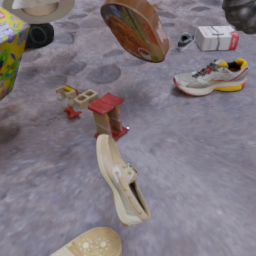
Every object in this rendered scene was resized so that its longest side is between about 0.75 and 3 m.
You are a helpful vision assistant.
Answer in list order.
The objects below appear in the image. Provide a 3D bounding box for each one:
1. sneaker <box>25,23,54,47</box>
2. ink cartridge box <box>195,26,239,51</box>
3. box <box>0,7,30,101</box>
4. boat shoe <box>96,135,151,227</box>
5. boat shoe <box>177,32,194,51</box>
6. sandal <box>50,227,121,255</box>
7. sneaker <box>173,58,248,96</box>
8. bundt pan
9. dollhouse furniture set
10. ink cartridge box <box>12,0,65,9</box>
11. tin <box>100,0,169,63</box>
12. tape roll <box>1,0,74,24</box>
[{"bbox_3d":[-4.034,-3.461,10.533,2.571,0.976,1.167,-29,43,-31],"label":"sneaker"},{"bbox_3d":[3.370,-3.443,10.733,1.348,0.564,0.972,-4,43,-4],"label":"ink cartridge box"},{"bbox_3d":[-3.169,-1.247,5.520,1.208,1.907,1.980,33,39,-6],"label":"box"},{"bbox_3d":[-0.062,0.732,4.189,0.461,0.512,1.418,-22,83,21],"label":"boat shoe"},{"bbox_3d":[2.236,-3.457,10.836,0.481,0.445,1.302,25,48,24],"label":"boat shoe"},{"bbox_3d":[-1.381,2.407,4.110,3.103,1.021,1.138,-32,52,-30],"label":"sandal"},{"bbox_3d":[2.494,-1.643,8.507,2.354,0.967,0.916,-10,44,-10],"label":"sneaker"},{"bbox_3d":[2.377,-2.301,4.834,1.385,1.385,0.520,-2,25,-2],"label":"bundt pan"},{"bbox_3d":[-0.939,-0.472,7.288,1.866,1.004,0.759,28,50,35],"label":"dollhouse furniture set"},{"bbox_3d":[-1.240,-2.695,4.430,2.049,0.690,1.200,2,77,27],"label":"ink cartridge box"},{"bbox_3d":[0.240,-2.365,6.812,1.311,2.341,0.490,25,82,28],"label":"tin"},{"bbox_3d":[-2.515,-3.596,7.879,2.004,2.004,0.366,-12,84,-12],"label":"tape roll"}]
